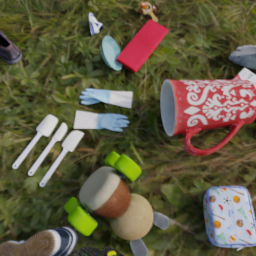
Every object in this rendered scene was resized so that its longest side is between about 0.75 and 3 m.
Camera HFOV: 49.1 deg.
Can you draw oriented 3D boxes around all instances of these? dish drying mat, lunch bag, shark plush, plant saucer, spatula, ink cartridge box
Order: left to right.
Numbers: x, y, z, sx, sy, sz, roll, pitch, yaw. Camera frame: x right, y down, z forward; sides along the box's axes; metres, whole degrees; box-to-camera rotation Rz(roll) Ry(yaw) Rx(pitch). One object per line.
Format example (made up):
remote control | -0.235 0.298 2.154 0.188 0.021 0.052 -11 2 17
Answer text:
spatula | -2.884 0.759 9.945 1.628 0.188 2.342 30 70 7
plant saucer | -0.690 -2.908 11.062 0.247 1.374 1.374 -14 62 29
dish drying mat | 0.622 -3.474 11.770 1.012 0.240 2.635 32 69 9
lunch bag | 3.193 2.795 8.727 1.523 0.718 1.901 0 65 -2
ink cartridge box | 4.642 -1.549 10.753 0.919 0.519 1.252 -42 72 -17
shark plush | 5.419 -2.337 11.199 2.749 1.249 1.145 41 92 -5

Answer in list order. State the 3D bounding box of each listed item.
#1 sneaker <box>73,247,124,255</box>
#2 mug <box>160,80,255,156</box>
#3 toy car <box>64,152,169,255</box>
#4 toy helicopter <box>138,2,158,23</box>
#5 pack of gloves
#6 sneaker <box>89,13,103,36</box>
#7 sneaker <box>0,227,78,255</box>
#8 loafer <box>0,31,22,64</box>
sneaker | -0.740 3.796 7.155 1.049 2.690 1.146 19 75 27
mug | 2.778 -0.488 9.788 2.902 1.936 2.576 -5 98 -7
toy car | -0.078 2.540 8.511 2.821 2.226 2.318 44 78 -12
toy helicopter | 1.009 -5.150 12.498 0.727 0.433 1.099 -27 79 -21
pack of gloves | -0.925 -0.750 10.469 2.057 0.406 1.728 4 65 2
sneaker | -1.385 -4.473 12.163 0.577 0.404 1.000 -8 73 -7
sneaker | -2.691 3.628 8.349 2.582 1.401 0.905 -26 68 22
loafer | -5.482 -3.701 11.530 2.699 0.850 0.970 37 71 15
